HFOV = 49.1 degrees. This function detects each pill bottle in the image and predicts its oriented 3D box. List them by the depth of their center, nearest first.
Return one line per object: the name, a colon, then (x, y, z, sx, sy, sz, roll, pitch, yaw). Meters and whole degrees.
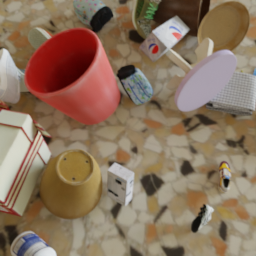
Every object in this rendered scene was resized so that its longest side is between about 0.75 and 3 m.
pill bottle: (-2.449, 3.462, 7.502, 1.434, 0.796, 0.796, 18, 64, 39)

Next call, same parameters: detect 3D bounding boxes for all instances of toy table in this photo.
toy table: (2.288, -1.809, 9.337, 2.336, 2.147, 1.368, -41, 46, 18)

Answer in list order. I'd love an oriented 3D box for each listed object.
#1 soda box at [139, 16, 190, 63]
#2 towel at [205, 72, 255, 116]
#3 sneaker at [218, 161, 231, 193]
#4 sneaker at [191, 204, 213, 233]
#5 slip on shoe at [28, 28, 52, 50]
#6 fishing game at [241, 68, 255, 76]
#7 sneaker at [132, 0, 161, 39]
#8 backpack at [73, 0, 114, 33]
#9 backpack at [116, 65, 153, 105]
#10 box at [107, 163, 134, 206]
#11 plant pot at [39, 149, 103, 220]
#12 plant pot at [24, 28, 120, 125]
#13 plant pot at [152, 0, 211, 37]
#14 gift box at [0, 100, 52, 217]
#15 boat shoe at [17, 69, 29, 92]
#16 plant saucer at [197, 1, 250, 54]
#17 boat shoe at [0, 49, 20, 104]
soda box: (1.290, -3.076, 9.571, 0.714, 0.768, 2.251, 46, 43, -3)
towel: (3.603, -1.228, 9.913, 1.689, 0.723, 1.399, 11, 75, 11)
sneaker: (3.086, 1.510, 8.837, 0.394, 0.474, 1.051, 6, 66, 3)
sneaker: (2.220, 2.734, 8.277, 0.418, 0.350, 0.944, 23, 102, -25)
slip on shoe: (-2.588, -2.694, 10.492, 2.681, 0.820, 0.993, 46, 114, 8)
fishing game: (5.483, -1.811, 10.225, 2.489, 0.387, 1.783, 1, 63, 9)
sneaker: (0.736, -4.487, 10.423, 1.006, 2.271, 0.873, 10, 22, 42)
backpack: (-1.500, -4.725, 11.343, 1.490, 0.943, 1.244, 39, 74, 19)
backpack: (0.268, -1.456, 9.684, 1.046, 1.361, 1.110, -13, 23, 9)
box: (-0.235, 1.680, 8.217, 0.703, 1.206, 0.363, 26, 45, 23)
plant pot: (-1.545, 1.412, 7.818, 1.920, 2.060, 1.920, 5, 63, -11)
plant pot: (-1.514, -1.423, 8.847, 2.575, 2.279, 2.575, -12, 57, 20)
plant pot: (1.909, -4.693, 10.932, 2.191, 2.048, 2.048, 13, 66, 20)
gift box: (-3.543, 0.852, 7.824, 2.663, 2.457, 2.486, 12, 59, 5)
boat shoe: (-3.680, -1.710, 10.232, 2.372, 0.733, 0.864, 11, 100, 17)
plant saucer: (3.475, -3.684, 10.403, 2.073, 2.073, 0.367, -13, 42, -6)
boat shoe: (-4.058, -1.753, 9.432, 0.910, 0.866, 2.528, -45, 45, 14)
